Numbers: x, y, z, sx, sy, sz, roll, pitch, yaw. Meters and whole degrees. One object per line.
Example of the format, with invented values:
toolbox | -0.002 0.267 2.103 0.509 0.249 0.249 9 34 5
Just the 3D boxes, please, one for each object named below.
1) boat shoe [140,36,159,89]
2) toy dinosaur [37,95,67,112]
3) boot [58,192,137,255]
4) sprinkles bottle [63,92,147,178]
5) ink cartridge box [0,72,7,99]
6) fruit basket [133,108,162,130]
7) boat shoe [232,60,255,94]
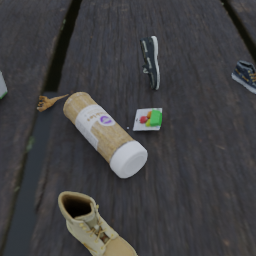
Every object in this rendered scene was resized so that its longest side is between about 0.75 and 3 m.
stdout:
boat shoe | 0.664 -1.994 8.752 0.492 1.631 0.617 -9 12 -8
toy dinosaur | -2.358 -0.784 8.451 0.553 0.314 1.041 32 52 20
boot | -0.595 1.999 5.462 1.739 1.352 0.633 31 57 23
sprinkles bottle | -0.666 0.111 7.309 0.905 0.905 2.651 -31 56 -23
ink cartridge box | -5.055 -1.150 8.172 2.234 0.938 1.618 12 46 12
fruit basket | 0.560 -0.227 7.844 0.758 0.355 0.702 -6 57 28
boat shoe | 3.968 -1.603 8.938 0.480 0.616 1.358 -35 58 -25
